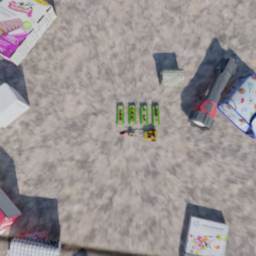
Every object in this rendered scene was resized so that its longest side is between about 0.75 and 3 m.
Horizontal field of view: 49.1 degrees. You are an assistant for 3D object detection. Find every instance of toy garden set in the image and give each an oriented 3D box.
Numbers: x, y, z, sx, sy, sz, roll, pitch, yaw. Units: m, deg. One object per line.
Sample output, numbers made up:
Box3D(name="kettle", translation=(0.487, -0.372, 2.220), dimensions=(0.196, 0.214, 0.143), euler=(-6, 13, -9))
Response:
Box3D(name="toy garden set", translation=(0.320, -0.147, 8.870), dimensions=(1.383, 0.276, 1.153), euler=(0, 81, 0))

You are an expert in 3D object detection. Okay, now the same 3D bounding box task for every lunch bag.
Box3D(name="lunch bag", translation=(1.406, -1.625, 8.923), dimensions=(0.782, 0.656, 0.545), euler=(0, 81, 0))
Box3D(name="lunch bag", translation=(3.782, -0.637, 8.636), dimensions=(1.574, 0.974, 1.338), euler=(44, 83, -7))

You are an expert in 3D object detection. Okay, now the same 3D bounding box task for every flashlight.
Box3D(name="flashlight", translation=(2.677, -1.050, 8.813), dimensions=(0.789, 0.792, 2.331), euler=(14, 71, 46))

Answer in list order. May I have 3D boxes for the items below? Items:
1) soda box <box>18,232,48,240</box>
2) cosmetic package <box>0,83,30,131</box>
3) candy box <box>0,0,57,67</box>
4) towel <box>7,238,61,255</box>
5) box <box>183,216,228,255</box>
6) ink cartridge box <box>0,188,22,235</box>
Box3D(name="soda box", translation=(-2.820, 3.260, 8.316), dimensions=(0.810, 0.257, 0.283), euler=(-3, 81, -1))
Box3D(name="cosmetic package", translation=(-4.148, -0.354, 8.535), dimensions=(2.032, 1.033, 0.752), euler=(-39, 83, -5))
Box3D(name="candy box", translation=(-3.662, -3.376, 9.200), dimensions=(1.524, 0.682, 2.235), euler=(34, 82, 6))
Box3D(name="towel", translation=(-2.676, 3.975, 7.903), dimensions=(1.443, 0.746, 1.742), euler=(7, 90, 3))
Box3D(name="box", translation=(2.272, 3.467, 8.266), dimensions=(1.126, 0.297, 1.444), euler=(13, 80, 2))
Box3D(name="ink cartridge box", translation=(-4.852, 2.736, 7.946), dimensions=(2.734, 1.140, 1.986), euler=(-43, 83, -6))
